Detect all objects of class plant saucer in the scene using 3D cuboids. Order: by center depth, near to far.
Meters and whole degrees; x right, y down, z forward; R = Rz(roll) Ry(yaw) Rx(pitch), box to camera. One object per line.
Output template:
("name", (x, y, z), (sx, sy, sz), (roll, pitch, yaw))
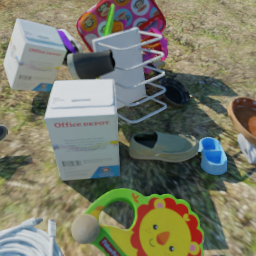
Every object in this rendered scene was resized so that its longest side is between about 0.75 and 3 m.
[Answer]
("plant saucer", (3.667, -0.117, 7.906), (1.908, 0.308, 1.908), (13, 46, -14))

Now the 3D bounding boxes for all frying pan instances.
("frying pan", (1.217, -1.363, 9.293), (1.888, 0.307, 1.142), (29, 49, -7))

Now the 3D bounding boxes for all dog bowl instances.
("dog bowl", (2.213, 0.695, 7.396), (0.662, 0.295, 1.188), (-1, 38, 0))

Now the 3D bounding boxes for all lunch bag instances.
("lunch bag", (-0.148, -3.613, 10.523), (2.988, 2.632, 1.224), (-34, 3, 8))

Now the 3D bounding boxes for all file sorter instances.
("file sorter", (0.162, -1.553, 8.294), (1.590, 2.292, 1.427), (-27, 35, -28))

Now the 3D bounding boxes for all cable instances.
("cable", (-2.066, 2.729, 4.800), (2.037, 0.705, 2.036), (-13, 44, -14))

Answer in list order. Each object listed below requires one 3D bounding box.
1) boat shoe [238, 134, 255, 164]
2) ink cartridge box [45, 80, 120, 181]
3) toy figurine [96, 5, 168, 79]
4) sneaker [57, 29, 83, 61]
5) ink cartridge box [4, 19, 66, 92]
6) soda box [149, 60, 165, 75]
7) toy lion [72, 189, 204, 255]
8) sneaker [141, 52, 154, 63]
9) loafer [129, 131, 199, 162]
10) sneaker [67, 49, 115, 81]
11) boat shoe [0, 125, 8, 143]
("boat shoe", (3.284, 0.555, 7.590), (0.304, 0.343, 0.932), (-2, 55, -13))
("ink cartridge box", (-1.001, 0.043, 6.851), (1.493, 2.027, 1.466), (-3, 41, -3))
("toy figurine", (0.216, -2.575, 9.448), (2.227, 2.419, 1.816), (12, 20, -12))
("sneaker", (-2.899, -3.494, 11.856), (1.132, 0.791, 2.275), (-26, 48, -26))
("ink cartridge box", (-3.106, -2.330, 9.243), (1.349, 1.832, 1.325), (0, 50, -40))
("soda box", (1.076, -2.373, 10.878), (0.815, 0.261, 0.276), (-33, 67, -31))
("toy lion", (0.290, 1.925, 5.125), (1.959, 0.702, 2.044), (-40, 78, -22))
("sneaker", (0.709, -2.799, 11.496), (0.835, 0.324, 0.381), (32, 67, 35))
("loafer", (0.895, 0.450, 7.249), (1.864, 0.636, 0.705), (-5, 46, 11))
("sneaker", (-0.873, -1.629, 7.811), (1.126, 0.793, 2.121), (-7, 5, 3))
("boat shoe", (-3.914, 0.340, 7.245), (1.554, 0.559, 0.503), (-20, 3, -15))
